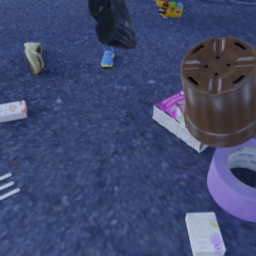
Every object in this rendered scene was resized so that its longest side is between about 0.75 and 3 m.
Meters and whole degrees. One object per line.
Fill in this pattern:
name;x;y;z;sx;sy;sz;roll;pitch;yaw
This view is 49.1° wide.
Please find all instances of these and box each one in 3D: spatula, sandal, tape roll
spatula;-3.926;1.832;7.994;1.404;0.113;0.977;-26;48;-25
sandal;-0.978;-3.396;13.267;0.563;0.616;1.415;2;45;-1
tape roll;3.445;1.386;7.850;2.257;0.959;2.257;1;43;-1

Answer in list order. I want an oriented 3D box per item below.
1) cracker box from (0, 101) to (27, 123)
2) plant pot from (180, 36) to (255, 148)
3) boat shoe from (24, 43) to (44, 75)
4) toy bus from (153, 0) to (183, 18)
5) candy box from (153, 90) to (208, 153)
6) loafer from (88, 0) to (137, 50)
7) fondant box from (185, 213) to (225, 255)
cracker box;-4.374;-0.610;10.474;1.059;0.305;0.709;-12;44;-14
plant pot;2.149;-0.858;6.491;2.024;2.004;2.024;-10;58;16
boat shoe;-4.265;-3.311;12.976;0.798;0.926;2.538;-18;38;-11
toy bus;1.415;-4.262;10.109;1.094;0.565;1.032;15;26;15
candy box;2.188;-0.312;9.867;1.545;0.691;2.265;-29;51;-29
loafer;-0.469;-3.410;8.282;1.030;1.037;2.849;14;55;-41
fondant box;1.900;2.641;6.982;0.731;0.295;1.013;-2;44;-2
